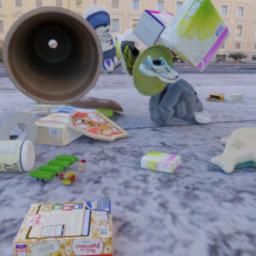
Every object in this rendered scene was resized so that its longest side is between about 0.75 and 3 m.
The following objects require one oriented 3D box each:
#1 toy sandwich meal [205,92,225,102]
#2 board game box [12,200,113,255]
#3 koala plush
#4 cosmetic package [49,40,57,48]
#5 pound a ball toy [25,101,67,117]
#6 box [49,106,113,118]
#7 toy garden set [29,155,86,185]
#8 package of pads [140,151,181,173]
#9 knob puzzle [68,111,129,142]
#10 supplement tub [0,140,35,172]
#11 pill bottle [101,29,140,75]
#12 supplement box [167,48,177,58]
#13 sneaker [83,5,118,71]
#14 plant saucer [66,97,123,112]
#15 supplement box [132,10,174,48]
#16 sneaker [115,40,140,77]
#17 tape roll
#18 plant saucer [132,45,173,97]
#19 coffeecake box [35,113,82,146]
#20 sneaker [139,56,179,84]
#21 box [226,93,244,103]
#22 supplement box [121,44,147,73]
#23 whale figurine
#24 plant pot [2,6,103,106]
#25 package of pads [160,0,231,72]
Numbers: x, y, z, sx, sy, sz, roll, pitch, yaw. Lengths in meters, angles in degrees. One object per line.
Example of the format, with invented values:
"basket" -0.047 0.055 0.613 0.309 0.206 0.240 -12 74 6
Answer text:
"toy sandwich meal" 5.229 -1.864 16.832 1.286 0.441 1.286 0 16 0
"board game box" -0.976 1.620 4.580 1.436 0.333 1.088 -1 16 -3
"koala plush" 2.197 -0.904 11.641 2.250 2.068 1.995 15 14 -29
"cosmetic package" -2.749 -3.416 12.672 1.174 0.991 2.271 -36 60 -9
"pound a ball toy" -3.715 -0.790 12.874 1.708 0.726 1.114 -1 41 -5
"box" -1.936 -0.623 12.047 1.594 0.623 2.613 7 17 25
"toy garden set" -1.568 1.041 6.864 1.071 0.256 1.285 4 15 20
"package of pads" 0.842 0.884 7.281 0.892 0.304 0.689 7 16 26
"knob puzzle" -1.148 -0.171 9.516 2.180 0.302 2.180 19 22 -8
"supplement tub" -2.974 0.708 7.009 1.080 0.783 0.783 -1 16 -2
"pill bottle" -0.521 -3.655 13.514 2.203 1.246 1.246 -34 11 12
"supplement box" 2.722 -4.166 12.610 2.615 0.796 1.423 -16 -27 22
"sneaker" -0.879 -3.155 10.575 1.042 1.894 2.587 -22 -7 -7
"plant saucer" -1.496 -1.099 12.873 2.656 0.486 2.656 6 1 0
"supplement box" 1.225 -3.733 10.649 1.013 1.035 2.003 46 37 14
"sneaker" 0.131 -2.363 9.753 0.702 0.618 1.659 3 -27 26
"tape roll" -3.222 0.173 7.940 0.431 1.305 1.305 9 18 28
"plant saucer" 0.722 -1.775 8.657 1.612 1.612 0.250 -11 31 -35
"coffeecake box" -2.401 0.006 9.768 1.359 0.647 1.770 5 16 17
"sneaker" 0.986 -1.686 8.051 1.306 0.564 0.507 7 44 -29
"box" 6.261 -1.762 16.439 0.997 0.473 0.387 -5 16 -23
"supplement box" 0.647 -2.840 11.768 1.163 0.678 1.845 20 42 20
"whale figurine" 2.944 0.710 7.321 1.653 0.857 1.315 -33 39 -20
"plant pot" -2.223 -2.307 8.329 2.624 2.624 2.288 -4 30 -15
"package of pads" 2.103 -2.841 8.632 2.152 1.663 0.734 22 20 -50
